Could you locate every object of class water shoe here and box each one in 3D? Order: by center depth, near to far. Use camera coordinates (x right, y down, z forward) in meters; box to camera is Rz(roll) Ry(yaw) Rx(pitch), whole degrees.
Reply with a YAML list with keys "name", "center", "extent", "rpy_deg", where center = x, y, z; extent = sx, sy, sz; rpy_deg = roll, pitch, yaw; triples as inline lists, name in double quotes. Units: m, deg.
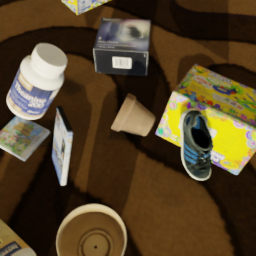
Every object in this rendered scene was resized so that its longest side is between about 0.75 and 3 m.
- name: "water shoe"
  center: [1.903, 0.600, 7.667]
  extent: [0.791, 2.212, 0.873]
  rpy_deg: [-20, 20, -6]

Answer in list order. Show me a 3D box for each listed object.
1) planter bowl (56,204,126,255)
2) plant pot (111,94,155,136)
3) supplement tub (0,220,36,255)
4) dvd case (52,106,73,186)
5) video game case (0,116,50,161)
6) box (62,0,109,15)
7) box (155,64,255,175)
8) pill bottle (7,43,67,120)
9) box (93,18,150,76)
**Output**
- name: "planter bowl"
  center: [-1.040, 3.489, 8.433]
  extent: [1.970, 1.326, 1.970]
  rpy_deg: [0, 55, 0]
- name: "plant pot"
  center: [0.260, -0.349, 11.135]
  extent: [1.388, 1.591, 1.591]
  rpy_deg: [28, 58, -3]
- name: "supplement tub"
  center: [-3.749, 3.825, 7.957]
  extent: [2.377, 1.716, 1.716]
  rpy_deg: [32, 61, 20]
- name: "dvd case"
  center: [-1.617, 0.423, 6.755]
  extent: [0.140, 1.594, 1.137]
  rpy_deg: [-3, 34, -26]
- name: "video game case"
  center: [-4.322, 0.352, 11.300]
  extent: [1.708, 0.188, 1.555]
  rpy_deg: [25, 59, 17]
- name: "box"
  center: [-1.082, -5.150, 10.147]
  extent: [2.673, 0.859, 0.936]
  rpy_deg: [-37, 72, -27]
- name: "box"
  center: [2.785, -0.424, 9.046]
  extent: [2.750, 1.678, 2.649]
  rpy_deg: [28, 39, 12]
- name: "pill bottle"
  center: [-3.009, -1.518, 9.339]
  extent: [1.389, 2.503, 1.389]
  rpy_deg: [24, 42, -23]
- name: "box"
  center: [-0.238, -3.955, 13.496]
  extent: [2.478, 1.527, 2.458]
  rpy_deg: [4, 54, 3]
